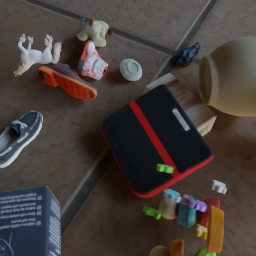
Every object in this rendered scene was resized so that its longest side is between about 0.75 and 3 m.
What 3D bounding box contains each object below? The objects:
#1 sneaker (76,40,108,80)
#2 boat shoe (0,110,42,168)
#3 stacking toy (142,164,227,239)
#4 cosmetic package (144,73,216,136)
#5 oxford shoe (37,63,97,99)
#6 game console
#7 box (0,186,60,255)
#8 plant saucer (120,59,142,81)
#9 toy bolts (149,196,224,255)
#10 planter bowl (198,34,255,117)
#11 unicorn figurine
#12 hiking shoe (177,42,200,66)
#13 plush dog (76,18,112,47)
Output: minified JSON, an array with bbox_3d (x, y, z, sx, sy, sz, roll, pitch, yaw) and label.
[{"bbox_3d":[-1.201,-2.403,10.039,0.980,0.610,1.828,20,42,-12],"label":"sneaker"},{"bbox_3d":[-3.287,0.186,8.283,0.789,0.629,2.086,14,57,14],"label":"boat shoe"},{"bbox_3d":[1.300,1.703,6.552,1.725,0.405,1.300,17,99,13],"label":"stacking toy"},{"bbox_3d":[1.534,-0.588,8.627,1.077,0.909,2.085,-33,63,-18],"label":"cosmetic package"},{"bbox_3d":[-1.938,-1.703,9.411,2.338,0.832,0.848,27,59,17],"label":"oxford shoe"},{"bbox_3d":[0.665,0.329,7.835,2.367,0.415,2.676,-31,66,3],"label":"game console"},{"bbox_3d":[-2.595,2.864,6.087,1.996,1.439,2.689,-6,57,-4],"label":"box"},{"bbox_3d":[0.138,-2.068,9.782,0.851,0.214,0.851,8,70,-24],"label":"plant saucer"},{"bbox_3d":[1.296,2.218,6.360,1.429,1.967,2.060,6,31,14],"label":"toy bolts"},{"bbox_3d":[3.003,-1.454,8.262,1.607,2.388,2.388,-5,57,1],"label":"planter bowl"},{"bbox_3d":[-3.193,-2.445,9.405,1.849,0.683,1.270,1,93,13],"label":"unicorn figurine"},{"bbox_3d":[2.262,-2.821,10.340,0.519,0.446,1.198,29,62,16],"label":"hiking shoe"},{"bbox_3d":[-1.215,-3.814,10.791,1.272,1.021,1.093,24,37,15],"label":"plush dog"}]
